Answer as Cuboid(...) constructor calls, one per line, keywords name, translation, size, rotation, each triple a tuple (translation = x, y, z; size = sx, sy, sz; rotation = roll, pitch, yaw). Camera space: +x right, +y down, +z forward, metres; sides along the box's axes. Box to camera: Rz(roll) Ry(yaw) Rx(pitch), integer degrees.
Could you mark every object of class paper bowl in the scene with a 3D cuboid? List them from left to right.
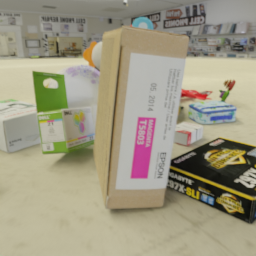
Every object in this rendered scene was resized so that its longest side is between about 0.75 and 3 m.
Cuboid(name="paper bowl", translation=(-1.600, -1.000, 8.864), size=(1.903, 1.903, 0.990), rotation=(-12, 12, -33))

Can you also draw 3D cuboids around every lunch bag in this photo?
Cuboid(name="lunch bag", translation=(2.884, -0.534, 9.595), size=(1.431, 0.590, 1.151), rotation=(-6, 21, -14))

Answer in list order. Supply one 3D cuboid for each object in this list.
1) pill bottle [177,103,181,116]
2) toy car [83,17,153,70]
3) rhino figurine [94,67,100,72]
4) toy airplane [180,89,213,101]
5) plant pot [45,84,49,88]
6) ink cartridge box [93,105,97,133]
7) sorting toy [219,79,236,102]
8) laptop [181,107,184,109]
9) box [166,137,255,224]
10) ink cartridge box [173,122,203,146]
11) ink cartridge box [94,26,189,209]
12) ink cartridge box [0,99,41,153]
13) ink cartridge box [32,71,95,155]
Cuboid(name="pill bottle", translation=(1.334, -0.549, 9.377), size=(0.709, 0.709, 1.277), rotation=(6, 18, 17))
Cuboid(name="toy car", translation=(-0.418, -2.641, 9.651), size=(2.236, 1.977, 2.061), rotation=(5, -5, -4))
Cuboid(name="rhino figurine", translation=(-0.884, -2.233, 10.651), size=(1.284, 0.384, 0.562), rotation=(4, -3, -31))
Cuboid(name="toy airplane", translation=(2.763, -1.524, 12.632), size=(2.351, 0.432, 2.351), rotation=(4, 10, -1))
Cuboid(name="plant pot", translation=(-2.320, -0.986, 9.878), size=(1.205, 1.366, 1.366), rotation=(-33, 33, -32))
Cuboid(name="ink cartridge box", translation=(-0.213, -0.285, 8.135), size=(0.562, 0.954, 1.657), rotation=(16, 23, 41))
Cuboid(name="sorting toy", translation=(4.035, -1.572, 11.701), size=(0.458, 1.116, 0.670), rotation=(31, -13, 19))
Cuboid(name="laptop", translation=(0.542, -1.345, 10.880), size=(2.565, 1.324, 2.273), rotation=(-15, 23, -40))
Cuboid(name="box", translation=(1.974, 0.824, 5.364), size=(2.148, 0.530, 1.715), rotation=(-16, 25, -42))
Cuboid(name="ink cartridge box", translation=(1.569, 0.155, 7.714), size=(0.650, 0.367, 0.886), rotation=(15, 23, 39))
Cuboid(name="ink cartridge box", translation=(0.030, -0.309, 5.107), size=(1.037, 2.760, 2.274), rotation=(3, 17, -14))
Cuboid(name="ink cartridge box", translation=(-3.266, -0.147, 7.790), size=(2.094, 0.880, 1.528), rotation=(13, 22, 35))
Cuboid(name="ink cartridge box", translation=(-1.458, -0.409, 6.523), size=(0.696, 1.836, 1.357), rotation=(-5, 5, 20))
